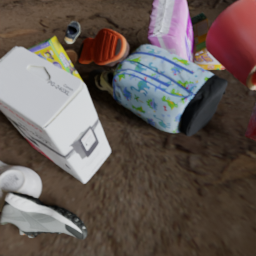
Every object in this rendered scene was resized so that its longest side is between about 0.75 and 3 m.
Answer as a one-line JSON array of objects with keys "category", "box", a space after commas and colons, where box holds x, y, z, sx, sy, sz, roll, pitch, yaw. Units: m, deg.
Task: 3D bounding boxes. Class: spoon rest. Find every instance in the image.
[{"category": "spoon rest", "box": [-3.065, 1.072, 6.820, 1.171, 0.714, 2.357, -35, 66, -30]}]

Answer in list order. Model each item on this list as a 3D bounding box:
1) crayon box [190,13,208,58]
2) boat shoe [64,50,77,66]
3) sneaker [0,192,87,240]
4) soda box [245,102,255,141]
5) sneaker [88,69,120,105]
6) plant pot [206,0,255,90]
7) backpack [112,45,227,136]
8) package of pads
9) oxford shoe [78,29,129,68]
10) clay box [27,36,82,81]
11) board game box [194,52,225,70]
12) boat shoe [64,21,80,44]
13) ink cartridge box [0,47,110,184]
[{"category": "crayon box", "box": [2.378, -3.230, 10.114, 0.990, 1.575, 0.406, -23, 55, 7]}, {"category": "boat shoe", "box": [-2.549, -2.191, 10.001, 2.150, 0.773, 0.731, -46, 17, -31]}, {"category": "sneaker", "box": [-1.752, 1.956, 5.831, 1.907, 0.705, 0.756, 17, 77, 9]}, {"category": "soda box", "box": [3.663, -0.585, 7.058, 0.621, 0.685, 1.957, 22, 84, -14]}, {"category": "sneaker", "box": [-0.609, -1.629, 9.290, 0.858, 1.025, 2.316, -45, 52, -15]}, {"category": "plant pot", "box": [3.685, -2.326, 8.159, 2.214, 2.214, 1.959, -11, 56, -12]}, {"category": "backpack", "box": [0.898, -1.044, 7.551, 2.084, 2.211, 2.710, -35, 70, -16]}, {"category": "package of pads", "box": [1.390, -2.635, 8.511, 0.974, 2.575, 1.551, 6, 72, 24]}, {"category": "oxford shoe", "box": [-0.521, -2.092, 7.671, 0.936, 0.918, 2.580, 10, 7, -30]}, {"category": "clay box", "box": [-2.166, -1.654, 8.495, 1.109, 1.931, 0.459, -11, 33, 31]}, {"category": "board game box", "box": [2.646, -2.678, 11.093, 2.217, 0.332, 1.059, 2, 43, -2]}, {"category": "boat shoe", "box": [-1.517, -2.687, 7.699, 0.352, 0.293, 0.943, 18, 48, -10]}, {"category": "ink cartridge box", "box": [-1.629, -0.147, 6.065, 1.942, 2.674, 1.115, 30, 68, 23]}]
